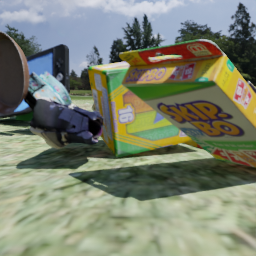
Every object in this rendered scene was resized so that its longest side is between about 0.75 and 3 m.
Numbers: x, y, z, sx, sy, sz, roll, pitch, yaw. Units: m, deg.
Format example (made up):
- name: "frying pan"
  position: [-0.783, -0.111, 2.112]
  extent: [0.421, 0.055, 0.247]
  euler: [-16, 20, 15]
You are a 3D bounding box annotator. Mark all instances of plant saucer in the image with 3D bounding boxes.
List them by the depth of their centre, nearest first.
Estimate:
- name: "plant saucer"
  position: [-2.844, -1.238, 6.395]
  extent: [1.863, 1.863, 0.321]
  euler: [5, 14, 33]

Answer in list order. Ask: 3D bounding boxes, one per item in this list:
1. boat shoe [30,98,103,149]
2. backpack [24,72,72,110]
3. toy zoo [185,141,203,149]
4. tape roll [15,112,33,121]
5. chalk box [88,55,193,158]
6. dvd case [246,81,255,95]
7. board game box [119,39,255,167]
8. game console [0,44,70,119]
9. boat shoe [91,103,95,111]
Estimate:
- name: "boat shoe"
  position: [-0.775, 0.046, 4.167]
  extent: [0.815, 0.656, 1.758]
  euler: [14, -6, 2]
- name: "backpack"
  position: [-1.933, -0.652, 6.803]
  extent: [0.944, 1.113, 1.253]
  euler: [-37, 64, -16]
- name: "toy zoo"
  position: [1.658, 0.267, 5.187]
  extent: [0.863, 0.135, 1.315]
  euler: [-3, 8, -23]
- name: "tape roll"
  position: [-3.289, -0.626, 10.962]
  extent: [2.109, 0.507, 2.109]
  euler: [0, 8, 0]
- name: "chalk box"
  position: [0.555, -0.507, 4.790]
  extent: [2.127, 1.323, 1.317]
  euler: [-12, 19, -15]
- name: "dvd case"
  position: [3.204, -0.673, 7.468]
  extent: [0.082, 0.763, 1.026]
  euler: [17, 37, -34]
- name: "board game box"
  position: [0.945, -0.094, 3.030]
  extent: [2.310, 0.346, 1.104]
  euler: [36, -18, -37]
- name: "game console"
  position: [-3.544, -1.510, 9.498]
  extent: [2.899, 2.550, 1.687]
  euler: [-4, -6, 36]
- name: "boat shoe"
  position: [-0.742, -0.821, 9.738]
  extent: [0.792, 0.917, 2.525]
  euler: [26, -8, -3]
